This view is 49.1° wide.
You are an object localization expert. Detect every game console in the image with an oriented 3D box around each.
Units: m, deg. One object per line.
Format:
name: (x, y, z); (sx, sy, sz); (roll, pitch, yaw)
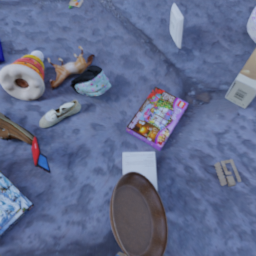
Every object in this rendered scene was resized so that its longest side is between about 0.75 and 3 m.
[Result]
game console: (-2.917, 0.909, 9.535); (0.604, 0.877, 1.018); (7, 27, -30)

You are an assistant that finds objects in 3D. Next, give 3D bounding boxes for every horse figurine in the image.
horse figurine: (-2.381, -2.601, 11.700); (2.214, 0.553, 1.467); (-21, 58, -6)

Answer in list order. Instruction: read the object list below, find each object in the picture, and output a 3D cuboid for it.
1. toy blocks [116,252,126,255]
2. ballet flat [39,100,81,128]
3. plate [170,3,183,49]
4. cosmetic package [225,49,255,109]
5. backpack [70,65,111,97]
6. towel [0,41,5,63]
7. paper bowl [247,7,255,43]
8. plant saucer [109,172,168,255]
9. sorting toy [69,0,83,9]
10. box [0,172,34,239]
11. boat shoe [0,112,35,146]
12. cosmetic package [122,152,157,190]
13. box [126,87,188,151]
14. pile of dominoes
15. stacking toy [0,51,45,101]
toy blocks: (-0.037, 3.991, 8.246); (0.871, 1.274, 0.637); (8, 97, 29)
ballet flat: (-2.655, -0.598, 10.715); (1.747, 0.545, 0.589); (-29, 63, -13)
plate: (1.992, -4.283, 11.799); (0.228, 1.407, 1.410); (-8, 48, -2)
cosmetic package: (4.984, -2.194, 11.059); (0.928, 1.373, 2.611); (32, 67, 14)
backpack: (-1.368, -1.778, 10.824); (1.487, 0.941, 1.241); (7, 54, 51)
towel: (-6.365, -3.194, 12.082); (1.899, 0.470, 1.402); (-15, 72, -7)
paper bowl: (6.320, -4.344, 12.216); (2.198, 1.143, 2.198); (0, 64, 0)
plant saucer: (0.244, 2.418, 7.523); (0.449, 2.453, 2.453); (-26, 59, 31)
sorting toy: (-2.584, -6.036, 13.628); (0.570, 0.113, 0.771); (19, 65, 9)
box: (-4.718, 2.255, 9.069); (2.723, 0.543, 1.864); (42, 69, 8)
boat shoe: (-4.364, 0.128, 10.282); (2.326, 0.837, 0.791); (30, 77, 18)
cosmetic package: (0.374, 1.837, 9.211); (1.138, 0.818, 2.017); (0, 75, -1)
box: (1.117, -0.400, 10.674); (1.496, 0.428, 2.187); (30, 67, 12)
pile of dominoes: (3.487, 1.610, 9.910); (0.741, 0.151, 0.950); (-8, 56, -3)
stacking toy: (-3.968, -2.395, 11.259); (1.687, 1.687, 2.309); (3, 48, 2)
